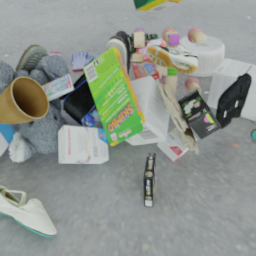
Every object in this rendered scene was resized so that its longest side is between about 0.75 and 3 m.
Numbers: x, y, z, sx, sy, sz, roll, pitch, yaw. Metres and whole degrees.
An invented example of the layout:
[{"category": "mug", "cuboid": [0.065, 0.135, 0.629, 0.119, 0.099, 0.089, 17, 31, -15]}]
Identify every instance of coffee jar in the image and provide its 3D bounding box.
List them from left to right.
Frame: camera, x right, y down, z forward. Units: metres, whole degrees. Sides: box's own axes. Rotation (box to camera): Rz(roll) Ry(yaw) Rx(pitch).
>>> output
[{"category": "coffee jar", "cuboid": [0.491, -4.486, 15.001, 2.229, 0.951, 1.162, -1, 39, -1]}]

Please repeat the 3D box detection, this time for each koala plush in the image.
[{"category": "koala plush", "cuboid": [-2.938, -0.385, 9.218, 2.646, 2.742, 2.984, -16, 63, -30]}]

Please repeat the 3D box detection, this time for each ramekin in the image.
[{"category": "ramekin", "cuboid": [3.488, -3.620, 13.721, 2.591, 1.207, 2.591, -1, 39, 1]}]

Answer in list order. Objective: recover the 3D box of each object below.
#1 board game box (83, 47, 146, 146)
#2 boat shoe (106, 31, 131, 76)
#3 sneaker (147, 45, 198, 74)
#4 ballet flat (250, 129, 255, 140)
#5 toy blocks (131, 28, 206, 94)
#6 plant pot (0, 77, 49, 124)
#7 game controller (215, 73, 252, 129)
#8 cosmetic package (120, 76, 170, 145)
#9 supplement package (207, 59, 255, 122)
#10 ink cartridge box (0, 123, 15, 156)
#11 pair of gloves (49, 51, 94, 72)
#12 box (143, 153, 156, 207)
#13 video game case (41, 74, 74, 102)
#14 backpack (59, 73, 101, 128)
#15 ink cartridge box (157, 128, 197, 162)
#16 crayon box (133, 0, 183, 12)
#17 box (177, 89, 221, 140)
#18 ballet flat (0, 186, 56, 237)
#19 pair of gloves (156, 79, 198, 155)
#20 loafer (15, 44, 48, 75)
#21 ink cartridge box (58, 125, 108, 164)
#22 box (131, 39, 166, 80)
[{"category": "board game box", "cuboid": [-0.394, -0.852, 7.823, 0.378, 1.204, 2.521, 5, 62, -56]}, {"category": "boat shoe", "cuboid": [-0.344, -2.300, 10.148, 0.946, 2.560, 0.772, 17, 57, 13]}, {"category": "sneaker", "cuboid": [1.278, -2.067, 8.029, 1.501, 0.568, 0.658, 23, 62, 1]}, {"category": "ballet flat", "cuboid": [4.873, 0.241, 9.578, 1.529, 0.520, 0.523, 11, 30, -2]}, {"category": "toy blocks", "cuboid": [1.379, -2.501, 10.276, 2.516, 2.351, 2.118, -1, 25, 0]}, {"category": "plant pot", "cuboid": [-3.069, -0.604, 7.689, 1.284, 1.196, 1.196, -21, 30, 29]}, {"category": "game controller", "cuboid": [3.149, -0.727, 8.548, 1.183, 2.267, 0.477, -33, 62, -2]}, {"category": "cosmetic package", "cuboid": [0.401, -0.485, 8.656, 1.315, 1.314, 1.594, -11, 55, 37]}, {"category": "supplement package", "cuboid": [4.631, -1.402, 10.692, 2.657, 1.553, 1.558, 22, 42, 24]}, {"category": "ink cartridge box", "cuboid": [-4.743, 0.391, 8.145, 1.551, 1.544, 2.114, 6, 48, 20]}, {"category": "pair of gloves", "cuboid": [-3.055, -3.409, 14.206, 2.606, 0.297, 2.095, -4, 39, -3]}, {"category": "box", "cuboid": [0.590, 1.406, 7.555, 0.285, 1.160, 0.935, 2, 38, 9]}, {"category": "video game case", "cuboid": [-2.308, -1.139, 8.484, 1.283, 0.112, 0.917, -25, 40, -1]}, {"category": "backpack", "cuboid": [-1.086, -1.109, 9.359, 1.423, 1.930, 2.115, 41, 77, -1]}, {"category": "ink cartridge box", "cuboid": [1.603, 0.477, 9.100, 1.074, 0.448, 0.779, -32, 69, -34]}, {"category": "crayon box", "cuboid": [1.671, -4.828, 9.610, 2.676, 0.680, 1.699, -9, 11, 37]}, {"category": "box", "cuboid": [2.137, -0.411, 8.446, 0.725, 0.867, 1.167, -33, 39, 17]}, {"category": "ballet flat", "cuboid": [-2.648, 2.016, 7.048, 2.144, 0.744, 0.744, 16, 42, 22]}, {"category": "pair of gloves", "cuboid": [1.482, -0.284, 8.310, 0.381, 2.172, 1.847, -24, 47, 17]}, {"category": "loafer", "cuboid": [-3.688, -2.058, 10.100, 1.006, 2.675, 0.932, -9, 62, -42]}, {"category": "ink cartridge box", "cuboid": [-1.358, 0.528, 8.394, 1.389, 0.588, 1.004, 6, 68, -32]}, {"category": "box", "cuboid": [1.010, -3.051, 12.531, 1.142, 1.054, 2.226, -3, 36, 20]}]
